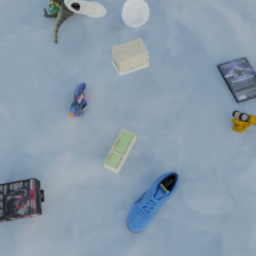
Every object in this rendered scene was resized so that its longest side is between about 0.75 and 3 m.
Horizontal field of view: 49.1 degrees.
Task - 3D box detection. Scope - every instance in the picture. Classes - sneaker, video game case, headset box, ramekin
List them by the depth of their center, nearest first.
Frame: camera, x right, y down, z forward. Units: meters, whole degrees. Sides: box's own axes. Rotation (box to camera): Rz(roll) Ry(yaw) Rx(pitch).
[{"bbox_3d":[0.778,2.265,8.811,0.768,0.914,2.331,40,73,14],"label":"sneaker"},{"bbox_3d":[-3.443,2.292,8.907,1.541,0.578,1.145,-11,68,-1],"label":"headset box"},{"bbox_3d":[-1.773,-1.026,10.559,0.558,0.536,1.422,12,75,-2],"label":"sneaker"},{"bbox_3d":[4.503,-1.922,11.102,1.304,0.173,1.825,-17,66,-7],"label":"video game case"},{"bbox_3d":[-1.798,-5.042,11.957,1.820,0.681,0.907,5,38,-23],"label":"sneaker"},{"bbox_3d":[0.274,-4.889,11.997,1.165,0.568,1.165,-1,94,-14],"label":"ramekin"}]

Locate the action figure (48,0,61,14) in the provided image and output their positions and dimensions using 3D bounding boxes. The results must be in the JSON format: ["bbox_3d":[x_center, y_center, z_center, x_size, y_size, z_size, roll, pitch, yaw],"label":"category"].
[{"bbox_3d":[-2.988,-6.062,12.765,1.373,0.636,2.324,21,71,6],"label":"action figure"}]

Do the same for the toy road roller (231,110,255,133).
[{"bbox_3d":[4.181,-0.169,10.063,1.009,0.620,0.737,11,102,-13],"label":"toy road roller"}]

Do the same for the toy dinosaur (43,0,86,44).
[{"bbox_3d":[-2.946,-5.140,12.290,1.309,0.705,2.970,27,71,2],"label":"toy dinosaur"}]

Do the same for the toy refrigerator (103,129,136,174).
[{"bbox_3d":[-0.276,0.791,9.683,0.549,0.506,1.446,25,68,10],"label":"toy refrigerator"}]

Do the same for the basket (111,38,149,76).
[{"bbox_3d":[0.083,-2.838,11.146,1.357,0.837,0.920,-21,67,-8],"label":"basket"}]
